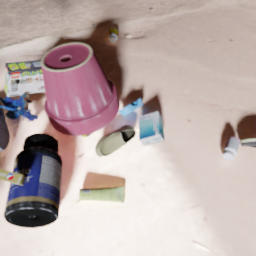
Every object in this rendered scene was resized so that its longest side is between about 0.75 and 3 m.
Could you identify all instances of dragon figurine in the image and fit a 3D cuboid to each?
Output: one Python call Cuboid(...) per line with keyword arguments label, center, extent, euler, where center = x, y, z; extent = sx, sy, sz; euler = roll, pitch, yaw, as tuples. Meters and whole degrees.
Cuboid(label="dragon figurine", center=(-4.746, -0.830, 11.469), extent=(2.382, 0.701, 1.184), euler=(6, 52, 10))

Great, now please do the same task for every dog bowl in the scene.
Cuboid(label="dog bowl", center=(0.137, -0.839, 11.579), extent=(1.214, 0.677, 0.301), euler=(-33, 95, -36))

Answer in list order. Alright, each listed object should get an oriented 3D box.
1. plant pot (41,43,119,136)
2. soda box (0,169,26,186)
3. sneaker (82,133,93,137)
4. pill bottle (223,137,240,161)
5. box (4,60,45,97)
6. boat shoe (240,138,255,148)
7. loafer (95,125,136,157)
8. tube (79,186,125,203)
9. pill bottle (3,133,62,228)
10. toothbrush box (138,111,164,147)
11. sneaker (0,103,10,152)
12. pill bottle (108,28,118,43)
Cuboid(label="plant pot", center=(-1.959, -1.605, 10.697), extent=(2.951, 2.641, 2.951), euler=(-5, 45, 5))
Cuboid(label="soda box", center=(-3.384, 1.361, 7.853), extent=(0.910, 0.308, 0.291), euler=(15, 73, 0))
Cuboid(label="sneaker", center=(-1.292, -0.386, 11.235), extent=(1.826, 0.675, 0.751), euler=(-32, 55, -25))
Cuboid(label="pill bottle", center=(3.820, 0.773, 10.378), extent=(0.480, 0.480, 0.848), euler=(21, 54, 17))
Cuboid(label="box", center=(-3.615, -2.124, 11.631), extent=(2.771, 1.525, 0.481), euler=(-15, 64, -33))
Cuboid(label="boat shoe", center=(5.201, 0.717, 10.255), extent=(2.038, 0.733, 0.661), euler=(2, 86, 16))
Cuboid(label="loafer", center=(-0.434, 0.450, 10.400), extent=(1.833, 0.694, 0.626), euler=(-38, 20, -28))
Cuboid(label="tube", center=(-0.865, 2.222, 9.279), extent=(1.508, 0.437, 0.391), euler=(0, 12, -4))
Cuboid(label="pill bottle", center=(-2.924, 1.604, 8.980), extent=(1.550, 1.550, 2.772), euler=(-4, 50, -4))
Cuboid(label="toothbrush box", center=(0.883, 0.028, 10.792), extent=(0.861, 0.502, 1.176), euler=(-18, 48, 19))
Cuboid(label="sneaker", center=(-5.317, -0.014, 10.861), extent=(0.981, 1.012, 2.772), euler=(-28, 49, -1))
Cuboid(label="pill bottle", center=(-0.814, -5.007, 15.188), extent=(0.495, 0.495, 0.906), euler=(-1, 50, -1))
